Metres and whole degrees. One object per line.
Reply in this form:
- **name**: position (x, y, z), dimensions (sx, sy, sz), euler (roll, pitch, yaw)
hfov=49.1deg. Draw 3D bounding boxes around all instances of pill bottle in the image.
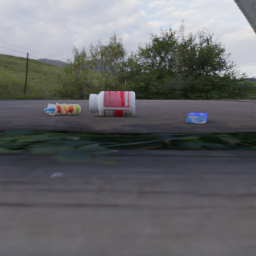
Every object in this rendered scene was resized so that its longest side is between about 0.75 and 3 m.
- **pill bottle**: position (-0.613, -0.964, 11.229), dimensions (1.782, 1.001, 1.001), euler (1, 7, 0)

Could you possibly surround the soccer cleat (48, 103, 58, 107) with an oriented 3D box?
- **soccer cleat**: position (-3.210, -0.949, 13.245), dimensions (1.144, 0.487, 0.393), euler (-3, 8, -16)

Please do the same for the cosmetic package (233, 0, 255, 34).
- **cosmetic package**: position (2.238, -2.376, 4.417), dimensions (0.921, 1.311, 2.586), euler (-30, 20, 37)

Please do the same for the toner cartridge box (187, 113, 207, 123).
- **toner cartridge box**: position (2.246, -0.330, 9.071), dimensions (0.570, 0.259, 1.199), euler (1, 7, 18)

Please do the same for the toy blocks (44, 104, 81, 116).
- **toy blocks**: position (-2.783, -0.768, 11.823), dimensions (1.087, 0.474, 1.304), euler (2, 7, 21)
